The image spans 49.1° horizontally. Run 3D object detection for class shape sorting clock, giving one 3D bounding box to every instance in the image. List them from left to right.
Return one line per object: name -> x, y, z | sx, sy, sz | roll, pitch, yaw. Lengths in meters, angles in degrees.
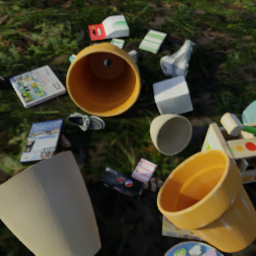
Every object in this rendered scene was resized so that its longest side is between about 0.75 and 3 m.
shape sorting clock -> 1.988, 4.380, 7.890 | 2.330, 0.457, 2.330 | 0, 50, 0

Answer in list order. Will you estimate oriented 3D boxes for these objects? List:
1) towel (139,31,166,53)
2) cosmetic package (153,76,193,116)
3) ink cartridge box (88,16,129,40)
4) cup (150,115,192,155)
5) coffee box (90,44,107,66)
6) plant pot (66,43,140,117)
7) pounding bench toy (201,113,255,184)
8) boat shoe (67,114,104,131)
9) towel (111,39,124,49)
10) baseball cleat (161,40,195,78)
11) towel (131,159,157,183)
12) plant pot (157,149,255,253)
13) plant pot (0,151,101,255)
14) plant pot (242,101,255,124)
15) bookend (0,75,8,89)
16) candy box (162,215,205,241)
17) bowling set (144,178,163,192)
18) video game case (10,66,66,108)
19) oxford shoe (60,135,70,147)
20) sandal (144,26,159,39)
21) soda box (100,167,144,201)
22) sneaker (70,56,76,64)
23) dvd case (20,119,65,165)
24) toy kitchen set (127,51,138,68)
towel -> 1.407, -4.882, 15.826 | 1.079, 0.166, 1.415 | 22, 69, 18
cosmetic package -> 1.923, -1.321, 12.094 | 1.378, 1.153, 1.146 | -16, 49, 12
ink cartridge box -> -1.192, -5.969, 16.646 | 2.203, 0.552, 1.773 | -7, 47, -8
cup -> 1.513, 0.118, 11.011 | 1.599, 1.599, 1.143 | -21, 28, -17
coffee box -> -1.606, -3.664, 14.643 | 0.966, 0.673, 1.689 | 1, 49, 1
plant pot -> -0.998, -2.449, 12.381 | 2.968, 2.968, 2.717 | 0, 34, 0
pounding bench toy -> 4.096, 0.591, 9.577 | 2.206, 2.828, 1.757 | -8, 50, -6
boat shoe -> -1.779, -0.242, 11.623 | 1.640, 0.614, 0.507 | 19, 21, 19
towel -> -0.677, -4.727, 15.929 | 0.741, 0.114, 0.971 | 13, 51, 10
baseball cleat -> 2.522, -3.663, 14.438 | 1.521, 0.997, 2.858 | 12, 50, 10
towel -> 0.604, 1.600, 10.475 | 0.653, 0.134, 0.893 | 23, 55, 19
plant pot -> 2.411, 2.180, 7.841 | 2.164, 2.364, 2.364 | 48, 56, -11
plant pot -> -2.105, 2.584, 8.105 | 2.665, 2.665, 2.846 | -29, 83, -23
plant pot -> 5.329, -0.342, 11.220 | 1.222, 1.815, 1.815 | -12, 49, 10
bookend -> -6.571, -2.183, 13.518 | 1.000, 0.461, 0.994 | -36, 58, -26
candy box -> 1.966, 3.023, 9.025 | 1.688, 0.467, 0.975 | 7, 52, 4
bowling set -> 0.975, 1.960, 9.975 | 0.823, 0.442, 0.573 | 14, 51, 11
video game case -> -4.377, -2.034, 13.539 | 2.001, 0.242, 2.196 | -26, 55, -21
oxford shoe -> -2.655, 0.472, 11.339 | 0.847, 0.309, 0.302 | 35, 58, 26
sandal -> 1.382, -5.510, 16.373 | 0.701, 0.447, 1.866 | 12, 51, 10
soda box -> -0.219, 1.975, 9.938 | 1.498, 0.474, 0.530 | 21, 54, 17
sneaker -> -2.668, -2.986, 14.088 | 0.738, 0.718, 1.853 | -22, 53, -7
dvd case -> -3.370, 0.528, 11.156 | 1.445, 0.178, 2.025 | -8, 48, 13
toy kitchen set -> 0.043, -3.652, 14.317 | 0.815, 1.108, 1.383 | -30, 53, -24
